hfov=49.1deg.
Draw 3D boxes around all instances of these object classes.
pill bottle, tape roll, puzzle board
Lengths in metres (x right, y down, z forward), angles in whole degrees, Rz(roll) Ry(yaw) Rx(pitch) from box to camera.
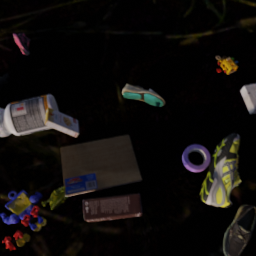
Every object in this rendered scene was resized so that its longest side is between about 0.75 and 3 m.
[{"bbox_3d":[-3.708,-0.407,10.326,2.166,1.261,1.261,-13,67,-6],"label":"pill bottle"},{"bbox_3d":[2.467,1.107,10.179,0.963,0.316,0.963,0,67,0],"label":"tape roll"},{"bbox_3d":[-1.014,1.290,9.899,2.591,0.225,1.953,-11,53,-7],"label":"puzzle board"}]

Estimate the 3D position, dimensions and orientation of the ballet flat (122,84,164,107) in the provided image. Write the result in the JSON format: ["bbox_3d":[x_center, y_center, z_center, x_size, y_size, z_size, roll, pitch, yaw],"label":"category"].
[{"bbox_3d":[0.642,-1.347,11.133,1.755,0.610,0.610,16,68,7],"label":"ballet flat"}]

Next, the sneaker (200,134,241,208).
[{"bbox_3d":[3.394,1.479,9.754,1.021,1.007,2.671,24,79,2],"label":"sneaker"}]

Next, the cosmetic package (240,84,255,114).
[{"bbox_3d":[4.980,-1.142,11.075,0.627,0.451,1.112,-12,66,-7],"label":"cosmetic package"}]

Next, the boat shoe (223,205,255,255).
[{"bbox_3d":[3.645,3.319,9.054,0.671,0.617,1.879,29,70,12],"label":"boat shoe"}]

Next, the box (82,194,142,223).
[{"bbox_3d":[-0.493,2.643,9.190,1.847,0.925,0.692,-8,67,-2],"label":"box"}]

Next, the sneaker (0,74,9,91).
[{"bbox_3d":[-5.138,-1.856,11.502,0.408,0.235,0.783,-7,63,2],"label":"sneaker"}]

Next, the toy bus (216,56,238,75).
[{"bbox_3d":[4.152,-2.728,11.747,0.930,0.480,0.877,14,67,6],"label":"toy bus"}]

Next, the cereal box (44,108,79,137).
[{"bbox_3d":[-1.927,-0.160,8.199,0.996,0.197,0.716,24,27,-27],"label":"cereal box"}]

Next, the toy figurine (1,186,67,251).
[{"bbox_3d":[-3.289,2.423,9.101,1.519,1.337,2.535,38,69,22],"label":"toy figurine"}]

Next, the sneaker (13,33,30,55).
[{"bbox_3d":[-4.521,-3.710,12.225,0.592,0.490,1.241,-27,70,-23],"label":"sneaker"}]
